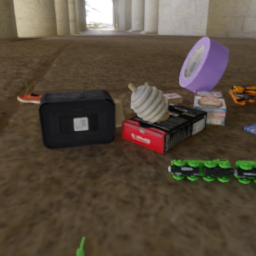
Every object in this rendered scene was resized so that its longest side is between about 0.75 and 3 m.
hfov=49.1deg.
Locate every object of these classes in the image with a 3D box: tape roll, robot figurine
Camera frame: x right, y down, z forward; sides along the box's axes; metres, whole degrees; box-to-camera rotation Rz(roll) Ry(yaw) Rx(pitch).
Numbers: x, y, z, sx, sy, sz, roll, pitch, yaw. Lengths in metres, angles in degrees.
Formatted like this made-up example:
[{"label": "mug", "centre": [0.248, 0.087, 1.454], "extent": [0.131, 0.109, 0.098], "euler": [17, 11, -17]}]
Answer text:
[{"label": "tape roll", "centre": [3.472, -2.853, 13.056], "extent": [1.046, 2.462, 2.462], "euler": [23, 20, -13]}, {"label": "robot figurine", "centre": [5.907, -1.474, 12.943], "extent": [2.400, 0.699, 1.740], "euler": [5, 24, 9]}]

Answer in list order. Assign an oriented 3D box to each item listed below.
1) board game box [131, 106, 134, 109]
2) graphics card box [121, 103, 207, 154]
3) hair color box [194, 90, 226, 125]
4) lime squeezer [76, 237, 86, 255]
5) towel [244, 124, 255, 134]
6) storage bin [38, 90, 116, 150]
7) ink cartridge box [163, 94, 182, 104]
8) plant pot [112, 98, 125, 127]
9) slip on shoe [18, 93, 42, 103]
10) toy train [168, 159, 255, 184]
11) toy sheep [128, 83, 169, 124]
[{"label": "board game box", "centre": [0.617, -1.032, 12.458], "extent": [0.627, 0.273, 0.850], "euler": [15, 28, 32]}, {"label": "graphics card box", "centre": [1.320, -0.109, 9.744], "extent": [1.736, 0.704, 2.767], "euler": [19, 31, 38]}, {"label": "hair color box", "centre": [3.334, -0.907, 11.590], "extent": [1.190, 0.720, 2.379], "euler": [5, 24, 12]}, {"label": "lime squeezer", "centre": [-1.007, 2.257, 4.897], "extent": [0.359, 0.192, 1.016], "euler": [16, 29, 32]}, {"label": "towel", "centre": [4.988, 0.202, 9.772], "extent": [1.100, 0.181, 1.519], "euler": [-11, 27, -29]}, {"label": "storage bin", "centre": [-1.632, -0.308, 9.114], "extent": [2.319, 1.568, 1.087], "euler": [-5, 23, -11]}, {"label": "ink cartridge box", "centre": [2.033, -1.364, 13.177], "extent": [0.823, 0.309, 0.678], "euler": [-10, 26, -19]}, {"label": "plant pot", "centre": [-0.577, -0.610, 10.668], "extent": [0.986, 0.902, 0.986], "euler": [0, 23, 0]}, {"label": "slip on shoe", "centre": [-4.581, -1.442, 13.223], "extent": [1.382, 0.423, 0.512], "euler": [6, 25, 17]}, {"label": "toy train", "centre": [2.328, 1.071, 7.296], "extent": [2.534, 0.529, 0.715], "euler": [2, 13, 6]}, {"label": "toy sheep", "centre": [0.634, -0.799, 8.746], "extent": [1.685, 1.162, 1.162], "euler": [36, 17, -16]}]
